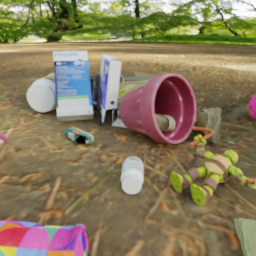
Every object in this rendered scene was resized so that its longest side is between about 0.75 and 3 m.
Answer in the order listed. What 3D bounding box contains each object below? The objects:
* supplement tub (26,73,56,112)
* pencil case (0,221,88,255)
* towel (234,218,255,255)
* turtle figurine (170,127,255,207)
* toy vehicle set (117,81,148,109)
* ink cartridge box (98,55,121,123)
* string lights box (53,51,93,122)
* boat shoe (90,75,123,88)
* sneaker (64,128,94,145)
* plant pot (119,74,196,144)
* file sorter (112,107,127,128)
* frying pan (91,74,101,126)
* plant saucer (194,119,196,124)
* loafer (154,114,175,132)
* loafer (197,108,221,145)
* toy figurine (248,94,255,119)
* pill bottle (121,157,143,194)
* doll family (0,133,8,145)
[{"bbox_3d":[-3.646,-1.648,13.059,1.509,1.509,2.075,3,22,8],"label":"supplement tub"},{"bbox_3d":[-1.974,2.019,4.590,2.664,1.177,1.177,5,22,7],"label":"pencil case"},{"bbox_3d":[2.645,2.253,5.086,1.176,0.289,1.585,5,22,9],"label":"towel"},{"bbox_3d":[2.124,1.033,7.283,2.126,0.849,2.636,-26,48,-29],"label":"turtle figurine"},{"bbox_3d":[-0.207,-1.503,12.638,1.603,0.342,2.581,-40,23,-19],"label":"toy vehicle set"},{"bbox_3d":[-0.871,-1.701,11.833,0.545,2.511,2.488,5,18,-15],"label":"ink cartridge box"},{"bbox_3d":[-2.308,-1.760,11.686,1.442,2.807,0.828,-4,-13,-11],"label":"string lights box"},{"bbox_3d":[-1.635,-2.293,14.612,2.873,1.033,0.931,-13,-3,-3],"label":"boat shoe"},{"bbox_3d":[-1.801,0.293,9.728,1.189,0.424,0.475,13,21,26],"label":"sneaker"},{"bbox_3d":[0.908,-0.639,9.950,2.328,2.328,2.084,-19,13,-39],"label":"plant pot"},{"bbox_3d":[-0.065,-0.420,11.223,1.015,0.632,0.705,7,24,16],"label":"file sorter"},{"bbox_3d":[-1.446,-1.040,12.278,0.461,1.711,2.829,6,64,-11],"label":"frying pan"},{"bbox_3d":[2.414,-0.351,11.707,0.856,0.138,0.856,-1,22,0],"label":"plant saucer"},{"bbox_3d":[0.982,-0.198,10.045,0.549,0.609,1.608,-5,14,-40],"label":"loafer"},{"bbox_3d":[2.922,-0.090,10.127,0.836,0.943,2.480,2,18,18],"label":"loafer"},{"bbox_3d":[6.140,-0.826,11.391,2.232,1.821,2.425,8,0,43],"label":"toy figurine"},{"bbox_3d":[0.108,1.221,7.236,0.576,0.576,1.016,1,22,3],"label":"pill bottle"},{"bbox_3d":[-4.727,0.671,7.893,2.691,1.212,1.670,23,45,23],"label":"doll family"}]
